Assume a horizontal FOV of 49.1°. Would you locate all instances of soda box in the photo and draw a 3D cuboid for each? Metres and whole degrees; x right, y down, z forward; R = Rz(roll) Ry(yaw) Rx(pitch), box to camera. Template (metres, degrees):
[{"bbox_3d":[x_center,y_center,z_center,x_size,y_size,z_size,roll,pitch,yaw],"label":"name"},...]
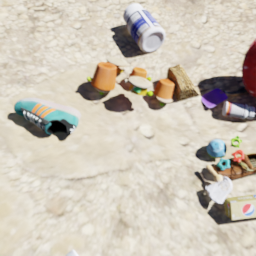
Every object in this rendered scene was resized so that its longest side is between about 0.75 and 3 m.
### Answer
[{"bbox_3d":[3.143,1.966,7.056,1.324,0.424,0.448,-6,94,-3],"label":"soda box"}]

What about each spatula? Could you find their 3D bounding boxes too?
[{"bbox_3d":[3.529,-1.206,9.280,2.325,0.239,0.657,-17,45,-13],"label":"spatula"}]

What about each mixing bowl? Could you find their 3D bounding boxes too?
[{"bbox_3d":[4.764,-1.764,8.192,2.388,2.388,1.294,-12,24,-7],"label":"mixing bowl"}]

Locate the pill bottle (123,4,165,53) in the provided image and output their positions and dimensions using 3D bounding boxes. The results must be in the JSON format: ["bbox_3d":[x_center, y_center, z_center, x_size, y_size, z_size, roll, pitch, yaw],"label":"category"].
[{"bbox_3d":[0.539,-3.755,10.442,1.047,1.047,1.810,-20,60,-13],"label":"pill bottle"}]

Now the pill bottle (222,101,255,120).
[{"bbox_3d":[3.428,-0.533,8.714,0.875,0.479,0.479,11,58,7],"label":"pill bottle"}]

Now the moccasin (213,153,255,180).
[{"bbox_3d":[3.183,0.986,7.583,1.728,0.667,0.632,-7,51,3],"label":"moccasin"}]

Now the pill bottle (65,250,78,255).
[{"bbox_3d":[-1.772,3.765,5.354,2.635,1.526,1.526,-35,64,-21],"label":"pill bottle"}]

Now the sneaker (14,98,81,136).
[{"bbox_3d":[-2.536,-0.298,8.407,2.102,0.750,0.840,11,56,8],"label":"sneaker"}]

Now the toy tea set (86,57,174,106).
[{"bbox_3d":[0.081,-1.351,9.166,2.807,1.039,1.669,28,32,20],"label":"toy tea set"}]

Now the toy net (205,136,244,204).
[{"bbox_3d":[2.587,1.130,7.511,0.993,0.366,1.893,-2,62,23],"label":"toy net"}]

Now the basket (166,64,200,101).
[{"bbox_3d":[1.842,-1.575,9.204,0.815,0.781,1.095,-16,59,-9],"label":"basket"}]
